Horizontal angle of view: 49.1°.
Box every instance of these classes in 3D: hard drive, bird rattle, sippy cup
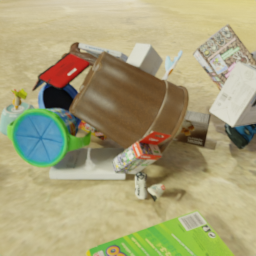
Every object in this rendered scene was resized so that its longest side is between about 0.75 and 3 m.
[{"bbox_3d":[-1.133,1.047,8.417,2.111,0.282,1.393,0,27,1],"label":"hard drive"},{"bbox_3d":[-3.713,-0.959,9.301,0.513,0.743,0.911,7,-5,-31],"label":"bird rattle"},{"bbox_3d":[-2.228,0.125,8.099,2.115,1.661,1.550,43,16,-2],"label":"sippy cup"}]

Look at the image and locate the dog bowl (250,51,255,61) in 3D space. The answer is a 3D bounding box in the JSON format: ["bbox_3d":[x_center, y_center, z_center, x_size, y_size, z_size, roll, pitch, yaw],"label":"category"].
[{"bbox_3d":[5.465,-1.943,10.917,0.756,2.579,2.579,-39,33,11],"label":"dog bowl"}]

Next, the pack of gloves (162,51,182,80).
[{"bbox_3d":[1.177,-1.882,10.037,0.433,1.845,2.196,35,37,-2],"label":"pack of gloves"}]

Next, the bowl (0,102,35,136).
[{"bbox_3d":[-3.991,-0.415,10.330,1.543,0.807,1.543,0,31,0],"label":"bowl"}]

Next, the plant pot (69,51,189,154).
[{"bbox_3d":[-0.107,-0.687,8.158,2.623,2.649,2.649,28,29,-16],"label":"plant pot"}]

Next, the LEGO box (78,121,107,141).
[{"bbox_3d":[-1.084,-0.106,9.629,0.987,0.735,0.381,26,3,13],"label":"LEGO box"}]

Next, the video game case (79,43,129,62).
[{"bbox_3d":[-0.692,-2.717,10.634,1.711,0.207,1.877,17,5,19],"label":"video game case"}]

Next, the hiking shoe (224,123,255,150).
[{"bbox_3d":[4.027,-0.235,9.288,0.981,1.143,2.637,48,40,4],"label":"hiking shoe"}]

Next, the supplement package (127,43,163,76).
[{"bbox_3d":[0.506,-2.025,8.671,0.614,0.835,0.799,22,80,41],"label":"supplement package"}]

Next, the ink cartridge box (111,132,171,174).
[{"bbox_3d":[0.381,0.675,7.127,0.825,1.514,0.381,12,49,-47],"label":"ink cartridge box"}]

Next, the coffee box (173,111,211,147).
[{"bbox_3d":[1.889,-0.057,9.621,1.671,0.955,0.666,12,36,16],"label":"coffee box"}]

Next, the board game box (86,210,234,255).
[{"bbox_3d":[0.632,2.694,5.843,2.808,0.421,1.341,-10,33,-20],"label":"board game box"}]

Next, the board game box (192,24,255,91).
[{"bbox_3d":[3.613,-2.092,9.972,1.246,2.573,2.051,-37,3,13],"label":"board game box"}]

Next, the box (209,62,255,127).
[{"bbox_3d":[3.451,-0.894,7.730,2.540,1.482,0.764,-5,38,-48],"label":"box"}]

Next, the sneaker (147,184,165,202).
[{"bbox_3d":[0.731,1.573,7.028,0.416,0.313,0.890,-32,-3,-1],"label":"sneaker"}]

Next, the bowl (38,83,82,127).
[{"bbox_3d":[-2.394,-0.807,10.092,0.375,1.910,1.910,-21,19,35],"label":"bowl"}]

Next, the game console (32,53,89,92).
[{"bbox_3d":[-2.438,-1.838,10.165,1.486,1.024,1.725,27,52,15],"label":"game console"}]

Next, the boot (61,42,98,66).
[{"bbox_3d":[-2.409,-4.328,16.485,2.371,0.761,2.210,8,46,18],"label":"boot"}]

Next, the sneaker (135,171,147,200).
[{"bbox_3d":[0.349,1.491,7.584,0.328,0.534,0.821,0,33,2],"label":"sneaker"}]
